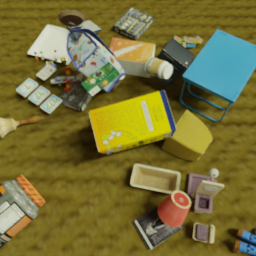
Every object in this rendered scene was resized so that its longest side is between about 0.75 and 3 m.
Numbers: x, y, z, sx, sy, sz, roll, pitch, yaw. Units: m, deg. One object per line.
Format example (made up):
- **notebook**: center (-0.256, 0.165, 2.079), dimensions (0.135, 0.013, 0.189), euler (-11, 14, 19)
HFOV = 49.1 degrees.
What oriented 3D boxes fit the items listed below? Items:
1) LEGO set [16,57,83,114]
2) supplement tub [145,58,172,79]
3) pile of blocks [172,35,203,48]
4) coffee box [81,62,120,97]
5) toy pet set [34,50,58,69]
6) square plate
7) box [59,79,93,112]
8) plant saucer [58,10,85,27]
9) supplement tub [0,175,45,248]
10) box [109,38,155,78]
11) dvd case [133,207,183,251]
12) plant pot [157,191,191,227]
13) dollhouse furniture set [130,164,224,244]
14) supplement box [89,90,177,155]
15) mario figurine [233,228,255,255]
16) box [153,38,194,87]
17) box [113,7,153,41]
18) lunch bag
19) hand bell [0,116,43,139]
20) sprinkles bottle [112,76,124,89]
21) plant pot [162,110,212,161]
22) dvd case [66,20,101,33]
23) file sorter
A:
- **LEGO set**: center (-2.997, -1.904, 11.135), dimensions (1.787, 0.587, 2.392), euler (33, 64, 15)
- **supplement tub**: center (1.054, -2.056, 9.699), dimensions (0.828, 0.599, 0.599), euler (28, 63, 34)
- **pile of blocks**: center (2.580, -3.860, 12.714), dimensions (1.531, 0.629, 0.476), euler (-3, 17, -12)
- **coffee box**: center (-0.825, -1.441, 8.296), dimensions (1.099, 0.242, 0.676), euler (-39, 42, -2)
- **toy pet set**: center (-3.393, -2.740, 11.764), dimensions (0.919, 0.858, 0.488), euler (-9, 52, -10)
- **square plate**: center (-3.187, -3.734, 12.666), dimensions (2.003, 0.285, 1.984), euler (17, 62, 9)
- **box**: center (-1.998, -1.368, 11.289), dimensions (1.043, 0.318, 1.316), euler (21, 62, 15)
- **plant saucer**: center (-1.963, -3.775, 9.746), dimensions (0.932, 0.932, 0.137), euler (-4, 81, -2)
- **supplement tub**: center (-3.825, 2.634, 8.392), dimensions (2.420, 1.483, 1.483), euler (-41, 68, -21)
- **box**: center (0.117, -2.970, 11.876), dimensions (1.841, 0.897, 1.145), euler (10, 62, 6)
- **dvd case**: center (0.953, 3.096, 8.921), dimensions (1.313, 0.105, 0.976), euler (-28, 64, -15)
- **plant pot**: center (1.390, 2.317, 8.193), dimensions (0.872, 0.772, 0.872), euler (16, 36, -12)
- **dollhouse furniture set**: center (1.387, 1.967, 8.472), dimensions (2.801, 1.988, 2.219), euler (11, 61, 6)
- **supplement box**: center (0.153, -0.102, 8.628), dimensions (2.334, 1.270, 1.278), euler (-16, 79, 2)
- **mario figurine**: center (4.125, 3.759, 8.348), dimensions (1.847, 0.979, 1.140), euler (19, 98, 22)
- **box**: center (1.566, -2.422, 10.517), dimensions (1.106, 1.495, 0.780), euler (37, 60, -6)
- **box**: center (0.248, -4.942, 13.289), dimensions (1.274, 0.388, 1.580), euler (29, 65, 17)
- **lunch bag**: center (-1.227, -2.498, 9.894), dimensions (1.233, 1.693, 1.991), euler (-44, 47, 8)
- **hand bell**: center (-4.031, -0.208, 10.550), dimensions (1.610, 0.838, 0.838), euler (-16, 61, -22)
- **sprinkles bottle**: center (-0.486, -1.875, 10.835), dimensions (0.408, 1.196, 0.408), euler (3, 80, -16)
- **plant pot**: center (2.139, 0.428, 9.828), dimensions (1.300, 1.271, 1.263), euler (35, 66, 11)
- **dvd case**: center (-2.053, -4.598, 13.009), dimensions (1.289, 0.159, 0.968), euler (-27, 56, -30)
- **file sorter**: center (3.507, -1.959, 10.832), dimensions (1.969, 1.741, 2.838), euler (31, 66, 16)
